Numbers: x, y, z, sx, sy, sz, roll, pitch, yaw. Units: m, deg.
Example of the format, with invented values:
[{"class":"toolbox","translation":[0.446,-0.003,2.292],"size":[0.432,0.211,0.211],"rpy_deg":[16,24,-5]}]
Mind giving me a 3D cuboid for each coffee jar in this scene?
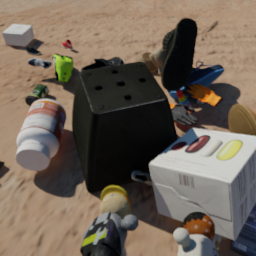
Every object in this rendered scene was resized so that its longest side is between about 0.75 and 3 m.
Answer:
[{"class":"coffee jar","translation":[-3.760,-1.330,11.574],"size":[0.582,0.476,1.115],"rpy_deg":[10,41,9]}]

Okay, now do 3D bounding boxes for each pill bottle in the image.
[{"class":"pill bottle","translation":[-2.846,0.214,9.184],"size":[1.304,1.304,2.325],"rpy_deg":[0,42,0]}]

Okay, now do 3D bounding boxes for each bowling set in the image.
[{"class":"bowling set","translation":[1.851,-3.129,13.262],"size":[2.716,1.458,1.890],"rpy_deg":[-41,12,-33]}]

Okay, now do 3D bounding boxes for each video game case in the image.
[{"class":"video game case","translation":[3.457,2.666,7.248],"size":[1.235,0.164,1.729],"rpy_deg":[20,44,21]}]

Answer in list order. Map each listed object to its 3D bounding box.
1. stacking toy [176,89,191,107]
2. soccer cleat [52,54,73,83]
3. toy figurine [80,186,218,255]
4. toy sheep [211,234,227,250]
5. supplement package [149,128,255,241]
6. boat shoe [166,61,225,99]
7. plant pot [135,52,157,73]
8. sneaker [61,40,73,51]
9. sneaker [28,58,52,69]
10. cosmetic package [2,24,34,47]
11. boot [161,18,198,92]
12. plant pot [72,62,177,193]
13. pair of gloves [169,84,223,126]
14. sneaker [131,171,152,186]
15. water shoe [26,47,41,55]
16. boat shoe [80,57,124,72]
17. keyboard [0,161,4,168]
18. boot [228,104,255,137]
[{"class":"stacking toy","translation":[2.144,-1.139,11.014],"size":[0.386,0.905,0.386],"rpy_deg":[-23,31,15]},{"class":"soccer cleat","translation":[-2.999,-2.708,12.691],"size":[0.971,1.165,2.875],"rpy_deg":[9,13,-17]},{"class":"toy figurine","translation":[0.371,2.624,5.379],"size":[2.660,2.619,1.851],"rpy_deg":[10,32,10]},{"class":"toy sheep","translation":[1.913,2.646,6.890],"size":[1.086,0.749,0.749],"rpy_deg":[14,40,-9]},{"class":"supplement package","translation":[2.071,1.235,7.150],"size":[2.075,1.596,2.170],"rpy_deg":[8,29,40]},{"class":"boat shoe","translation":[2.863,-2.254,11.986],"size":[2.923,1.230,1.003],"rpy_deg":[-22,64,-26]},{"class":"plant pot","translation":[0.926,-3.256,13.493],"size":[1.171,0.541,1.171],"rpy_deg":[1,58,-1]},{"class":"sneaker","translation":[-3.334,-4.631,15.302],"size":[0.942,0.544,0.369],"rpy_deg":[31,50,31]},{"class":"sneaker","translation":[-4.032,-2.919,12.735],"size":[1.059,0.371,0.574],"rpy_deg":[3,21,-13]},{"class":"cosmetic package","translation":[-6.174,-5.237,15.836],"size":[1.214,0.749,1.218],"rpy_deg":[8,42,9]},{"class":"boot","translation":[1.888,-2.821,11.501],"size":[1.098,2.918,2.181],"rpy_deg":[18,-1,-9]},{"class":"plant pot","translation":[-0.218,-0.276,8.603],"size":[2.997,2.659,2.990],"rpy_deg":[-13,45,-12]},{"class":"pair of gloves","translation":[2.327,-0.909,10.483],"size":[1.898,0.235,1.691],"rpy_deg":[-41,49,-12]},{"class":"sneaker","translation":[0.586,1.451,7.881],"size":[0.984,0.568,0.369],"rpy_deg":[8,86,-4]},{"class":"water shoe","translation":[-5.036,-4.089,14.846],"size":[0.831,0.328,0.297],"rpy_deg":[8,42,9]},{"class":"boat shoe","translation":[-1.139,-2.733,12.823],"size":[1.100,0.918,2.948],"rpy_deg":[24,42,27]},{"class":"keyboard","translation":[-4.539,1.589,8.449],"size":[1.050,0.224,1.748],"rpy_deg":[14,43,25]},{"class":"boot","translation":[4.644,0.292,8.667],"size":[2.279,1.126,2.936],"rpy_deg":[-22,69,-27]}]
